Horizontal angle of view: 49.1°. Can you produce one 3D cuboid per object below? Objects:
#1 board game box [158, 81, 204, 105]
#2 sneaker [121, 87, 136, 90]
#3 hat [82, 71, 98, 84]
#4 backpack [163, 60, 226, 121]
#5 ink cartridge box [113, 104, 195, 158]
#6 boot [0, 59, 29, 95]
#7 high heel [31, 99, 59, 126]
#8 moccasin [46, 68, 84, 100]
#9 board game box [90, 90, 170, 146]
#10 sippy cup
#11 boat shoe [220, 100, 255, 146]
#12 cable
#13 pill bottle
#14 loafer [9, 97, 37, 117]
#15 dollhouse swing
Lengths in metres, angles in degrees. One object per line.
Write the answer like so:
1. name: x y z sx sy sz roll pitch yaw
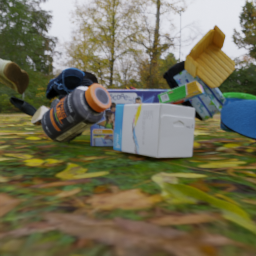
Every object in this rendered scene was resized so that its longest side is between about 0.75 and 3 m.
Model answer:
1. board game box: 1.457 -0.894 7.507 1.015 0.268 1.327 -20 -4 21
2. sneaker: -0.377 -0.573 9.679 2.270 0.884 0.933 -27 -13 28
3. hat: -1.974 -1.448 12.409 2.041 2.041 0.823 -4 29 -41
4. backpack: 2.186 -1.179 9.137 1.546 2.011 1.640 -23 0 4
5. ink cartridge box: 0.630 0.049 7.122 1.243 1.237 1.694 4 0 -38
6. boot: -3.671 -1.588 7.978 1.343 0.626 1.736 20 -11 2
7. high heel: -1.966 -0.163 7.875 1.618 0.578 1.154 -22 -46 41
8. moccasin: -2.011 -1.299 8.915 0.779 0.660 1.935 28 -27 -28
9. board game box: 0.131 -0.309 8.646 2.583 1.748 0.445 1 10 1
10. sippy cup: 3.692 -0.454 9.572 1.301 1.214 1.656 13 -5 -16
11. boat shoe: 3.796 0.110 6.968 2.964 1.247 1.018 21 -9 38
12. cable: -1.728 -0.548 9.609 1.823 2.234 0.567 -6 -22 32
13. pill bottle: -0.984 -0.302 5.419 1.422 0.755 0.755 -29 -13 34
14. loafer: -3.107 -0.624 8.360 0.939 0.319 0.330 33 -11 -9
15. dollhouse swing: 2.395 -1.902 7.843 1.077 1.225 1.113 44 -2 17
